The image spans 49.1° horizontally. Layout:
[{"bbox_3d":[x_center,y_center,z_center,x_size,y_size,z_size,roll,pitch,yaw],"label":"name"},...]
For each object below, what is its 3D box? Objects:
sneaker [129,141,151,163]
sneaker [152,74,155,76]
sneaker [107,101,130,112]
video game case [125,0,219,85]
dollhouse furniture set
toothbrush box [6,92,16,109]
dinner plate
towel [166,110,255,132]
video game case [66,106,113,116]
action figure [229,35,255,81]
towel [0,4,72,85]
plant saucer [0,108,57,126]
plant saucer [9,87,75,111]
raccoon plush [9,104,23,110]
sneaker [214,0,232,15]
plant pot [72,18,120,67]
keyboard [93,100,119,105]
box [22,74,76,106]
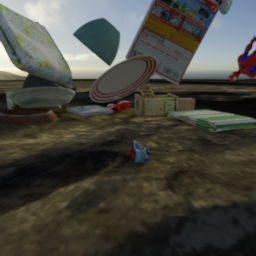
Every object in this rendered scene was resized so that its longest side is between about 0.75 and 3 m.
[{"bbox_3d":[0.260,0.548,5.918,0.410,0.340,0.859,13,17,-7],"label":"sneaker"},{"bbox_3d":[0.573,-2.732,10.438,0.718,1.908,0.997,-6,-11,-34],"label":"sneaker"},{"bbox_3d":[-0.354,-0.869,12.329,1.062,0.416,0.613,-16,24,-14],"label":"sneaker"},{"bbox_3d":[1.377,-3.004,8.798,1.982,2.772,0.242,25,13,-12],"label":"video game case"},{"bbox_3d":[1.604,-1.624,11.237,2.519,2.227,1.400,-3,13,-8],"label":"dollhouse furniture set"},{"bbox_3d":[-5.239,-1.364,13.456,0.463,0.783,1.076,8,15,32],"label":"toothbrush box"},{"bbox_3d":[-0.092,-0.850,4.802,1.299,0.158,1.299,-25,-14,-7],"label":"dinner plate"},{"bbox_3d":[2.865,-0.300,9.735,2.051,0.314,2.689,-5,12,-25],"label":"towel"},{"bbox_3d":[-1.676,-0.756,12.069,1.456,0.176,1.598,-8,15,-33],"label":"video game case"},{"bbox_3d":[3.910,-2.224,7.991,0.741,0.938,2.866,-29,-11,-32],"label":"action figure"},{"bbox_3d":[-3.375,-2.845,9.718,0.695,2.887,2.471,-39,-17,21],"label":"towel"},{"bbox_3d":[-3.702,-0.441,10.215,2.178,0.375,2.178,-1,12,0],"label":"plant saucer"},{"bbox_3d":[-3.526,-1.095,11.635,2.619,0.657,2.619,-5,-4,0],"label":"plant saucer"},{"bbox_3d":[-5.072,-1.070,13.067,0.908,0.439,0.608,-5,5,-20],"label":"raccoon plush"},{"bbox_3d":[2.043,-3.147,6.627,0.738,1.056,0.410,14,-31,-10],"label":"sneaker"},{"bbox_3d":[-1.015,-3.401,10.628,1.831,1.233,1.831,39,9,-7],"label":"plant pot"},{"bbox_3d":[-1.267,-1.335,14.570,1.444,0.550,2.775,20,0,-31],"label":"keyboard"},{"bbox_3d":[-3.867,-1.967,13.904,1.948,1.014,1.774,30,14,2],"label":"box"}]
